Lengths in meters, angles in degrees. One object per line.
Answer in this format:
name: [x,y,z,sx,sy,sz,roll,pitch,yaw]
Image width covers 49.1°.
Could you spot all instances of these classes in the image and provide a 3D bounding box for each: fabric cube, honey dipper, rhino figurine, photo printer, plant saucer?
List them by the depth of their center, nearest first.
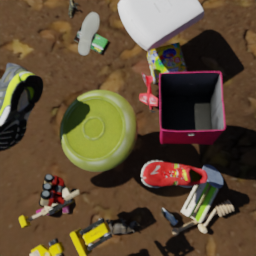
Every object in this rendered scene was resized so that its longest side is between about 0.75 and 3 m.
plant saucer: [-1.009,0.038,8.614,2.594,0.403,2.594,-2,80,14]
fabric cube: [1.851,-0.513,8.651,1.785,1.813,1.819,0,74,6]
photo printer: [1.017,-3.952,9.531,2.453,0.852,2.040,-33,88,-3]
rhino figurine: [-0.207,3.862,10.941,1.356,0.406,0.593,-2,93,-2]
honey dipper: [2.883,3.581,10.949,2.558,0.486,0.486,-26,85,-1]

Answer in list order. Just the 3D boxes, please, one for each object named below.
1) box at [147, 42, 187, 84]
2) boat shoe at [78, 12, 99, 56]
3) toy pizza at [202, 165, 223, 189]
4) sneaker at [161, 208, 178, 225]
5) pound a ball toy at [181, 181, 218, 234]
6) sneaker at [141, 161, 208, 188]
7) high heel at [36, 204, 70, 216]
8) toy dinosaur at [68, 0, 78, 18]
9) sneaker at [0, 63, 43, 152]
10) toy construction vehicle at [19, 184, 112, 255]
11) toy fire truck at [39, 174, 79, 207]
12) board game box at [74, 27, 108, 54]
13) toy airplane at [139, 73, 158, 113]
box: [1.558,-2.624,11.423,1.305,0.796,1.256,-14,85,-1]
boat shoe: [-1.249,-2.929,8.820,0.503,0.416,1.344,12,98,-14]
toy pizza: [3.288,1.921,10.985,1.038,1.038,0.165,44,128,4]
sneaker: [1.618,3.478,11.073,0.802,0.288,0.291,46,59,8]
pound a ball toy: [2.836,3.008,10.949,1.167,0.761,1.790,31,84,-20]
sneaker: [1.458,1.394,8.563,2.214,0.940,0.853,5,76,-24]
high heel: [-2.939,3.062,10.976,1.299,0.438,0.623,-2,94,-5]
toy dinosaur: [-2.359,-5.201,11.992,0.416,0.224,0.944,-1,81,6]
sneaker: [-3.471,-0.516,8.051,1.180,1.077,2.916,45,109,29]
toy construction vehicle: [-1.907,2.961,8.441,2.439,0.859,2.124,-34,74,1]
toy fire truck: [-1.707,1.576,7.027,0.881,0.776,0.567,14,128,-16]
board game box: [-1.572,-3.707,11.865,1.295,0.152,0.678,29,83,3]
toy airplane: [0.679,-1.163,9.231,0.256,1.393,1.393,-18,84,-18]
